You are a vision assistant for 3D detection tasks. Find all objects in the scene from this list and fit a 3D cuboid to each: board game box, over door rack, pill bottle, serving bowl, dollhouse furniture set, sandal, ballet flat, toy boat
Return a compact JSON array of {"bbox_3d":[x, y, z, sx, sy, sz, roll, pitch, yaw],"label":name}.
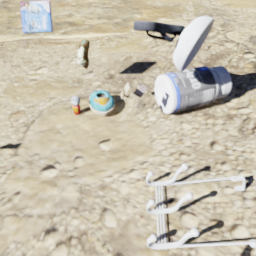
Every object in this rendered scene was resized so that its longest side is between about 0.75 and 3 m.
[{"bbox_3d":[-3.088,-3.725,9.448,0.987,0.992,0.215,-3,9,2],"label":"board game box"},{"bbox_3d":[1.908,1.984,7.167,2.863,0.954,2.115,2,41,2],"label":"over door rack"},{"bbox_3d":[2.522,-1.544,10.872,2.665,1.516,1.516,-15,43,-17],"label":"pill bottle"},{"bbox_3d":[1.967,-2.735,8.910,0.605,1.840,1.840,35,49,10],"label":"serving bowl"},{"bbox_3d":[0.306,-1.097,9.157,0.877,0.748,0.428,23,32,-22],"label":"dollhouse furniture set"},{"bbox_3d":[0.946,-2.907,8.573,0.938,0.528,2.466,16,22,35],"label":"sandal"},{"bbox_3d":[-1.401,-2.194,8.597,0.374,1.103,0.399,32,53,10],"label":"ballet flat"},{"bbox_3d":[-1.341,-0.972,10.773,1.661,0.772,1.396,-12,42,-14],"label":"toy boat"}]
